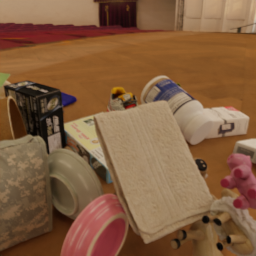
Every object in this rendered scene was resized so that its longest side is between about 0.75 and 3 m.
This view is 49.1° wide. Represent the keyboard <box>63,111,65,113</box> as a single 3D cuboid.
[{"bbox_3d":[-3.355,-0.614,11.252,1.458,0.289,0.759,-3,-15,3],"label":"keyboard"}]

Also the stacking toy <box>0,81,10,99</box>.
[{"bbox_3d":[-6.397,-1.700,13.007,1.249,1.249,2.927,-22,26,-40],"label":"stacking toy"}]

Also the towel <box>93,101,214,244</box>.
[{"bbox_3d":[0.432,0.629,4.773,1.492,0.388,2.251,-14,71,-22],"label":"towel"}]

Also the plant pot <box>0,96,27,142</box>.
[{"bbox_3d":[-3.786,0.581,6.830,2.404,2.241,2.241,-14,27,-11],"label":"plant pot"}]

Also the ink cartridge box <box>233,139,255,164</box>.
[{"bbox_3d":[4.289,0.806,8.371,1.613,0.499,1.989,23,15,41],"label":"ink cartridge box"}]

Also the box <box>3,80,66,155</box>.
[{"bbox_3d":[-2.825,-0.271,8.573,1.651,2.017,0.868,17,29,33],"label":"box"}]

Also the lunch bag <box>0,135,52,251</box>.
[{"bbox_3d":[-2.393,1.151,5.202,1.675,2.043,1.201,-12,28,-39],"label":"lunch bag"}]

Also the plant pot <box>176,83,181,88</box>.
[{"bbox_3d":[1.651,-1.326,12.189,1.135,1.179,1.179,0,22,28],"label":"plant pot"}]

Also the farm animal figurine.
[{"bbox_3d":[1.171,1.277,5.069,1.429,2.295,2.842,3,15,-40],"label":"farm animal figurine"}]

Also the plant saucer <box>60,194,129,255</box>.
[{"bbox_3d":[-0.441,1.789,4.512,0.361,1.422,1.422,22,32,31],"label":"plant saucer"}]

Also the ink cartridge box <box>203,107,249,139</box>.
[{"bbox_3d":[3.267,-0.221,10.086,1.606,0.677,1.163,-6,25,-12],"label":"ink cartridge box"}]

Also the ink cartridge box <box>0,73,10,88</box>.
[{"bbox_3d":[-6.235,-1.445,11.214,1.901,0.626,2.612,11,64,21],"label":"ink cartridge box"}]

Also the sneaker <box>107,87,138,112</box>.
[{"bbox_3d":[-0.080,-0.588,10.197,1.118,1.180,2.871,-11,34,-24],"label":"sneaker"}]

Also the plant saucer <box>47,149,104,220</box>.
[{"bbox_3d":[-1.219,1.258,5.616,1.685,1.685,0.423,17,30,33],"label":"plant saucer"}]

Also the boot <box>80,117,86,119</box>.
[{"bbox_3d":[-1.884,-0.108,10.310,0.949,0.359,1.084,7,23,4],"label":"boot"}]

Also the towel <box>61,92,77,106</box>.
[{"bbox_3d":[-3.184,-1.164,12.630,1.109,0.372,1.502,21,31,26],"label":"towel"}]

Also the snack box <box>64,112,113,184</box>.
[{"bbox_3d":[-0.713,0.446,8.545,1.688,0.539,2.905,-19,34,-32],"label":"snack box"}]

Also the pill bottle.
[{"bbox_3d":[1.658,-0.598,9.560,1.367,1.367,2.463,-17,49,-33],"label":"pill bottle"}]

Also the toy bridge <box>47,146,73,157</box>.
[{"bbox_3d":[-2.222,0.958,7.977,0.546,0.221,1.625,30,33,33],"label":"toy bridge"}]
